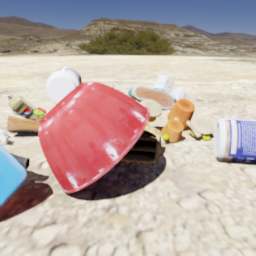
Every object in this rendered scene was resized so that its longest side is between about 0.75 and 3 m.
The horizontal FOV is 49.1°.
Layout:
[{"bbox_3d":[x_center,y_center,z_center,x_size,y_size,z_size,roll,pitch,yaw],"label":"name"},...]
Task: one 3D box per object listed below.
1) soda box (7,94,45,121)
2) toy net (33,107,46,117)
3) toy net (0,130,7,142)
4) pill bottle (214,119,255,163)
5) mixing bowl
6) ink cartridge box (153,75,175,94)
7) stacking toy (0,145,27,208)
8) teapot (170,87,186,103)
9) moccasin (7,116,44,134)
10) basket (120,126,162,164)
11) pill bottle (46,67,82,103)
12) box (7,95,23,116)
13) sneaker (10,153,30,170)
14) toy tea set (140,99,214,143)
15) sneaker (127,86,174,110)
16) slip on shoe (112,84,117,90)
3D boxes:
[{"bbox_3d":[-3.181,-0.516,8.989,0.424,1.324,0.448,-45,50,-2],"label":"soda box"},{"bbox_3d":[-2.330,-0.308,8.618,0.993,0.366,1.893,29,9,-9],"label":"toy net"},{"bbox_3d":[-3.742,0.033,8.026,1.075,0.564,0.208,27,35,29],"label":"toy net"},{"bbox_3d":[3.081,0.331,6.769,1.810,1.047,1.047,3,18,11],"label":"pill bottle"},{"bbox_3d":[-0.869,-0.054,5.562,2.388,1.294,2.388,-37,18,14],"label":"mixing bowl"},{"bbox_3d":[1.781,-2.082,13.967,0.671,0.911,0.659,27,-7,-40],"label":"ink cartridge box"},{"bbox_3d":[-2.920,0.708,5.193,1.344,1.271,2.316,-46,26,-17],"label":"stacking toy"},{"bbox_3d":[2.359,-1.455,13.048,0.895,0.654,0.883,-28,0,-21],"label":"teapot"},{"bbox_3d":[-2.827,-0.153,8.698,1.728,0.667,0.632,1,-7,-6],"label":"moccasin"},{"bbox_3d":[0.268,0.373,7.075,1.095,0.781,0.815,5,17,16],"label":"basket"},{"bbox_3d":[-3.041,-2.037,13.371,1.526,1.526,2.635,-2,19,-5],"label":"pill bottle"},{"bbox_3d":[-4.303,-0.876,10.899,0.939,0.746,0.216,12,30,44],"label":"box"},{"bbox_3d":[-2.265,0.782,5.756,0.496,0.349,0.934,15,-20,-7],"label":"sneaker"},{"bbox_3d":[1.107,-0.022,8.589,2.807,1.039,1.669,-4,47,-21],"label":"toy tea set"},{"bbox_3d":[0.947,-1.303,11.697,2.102,0.750,0.840,16,1,-29],"label":"sneaker"},{"bbox_3d":[-0.817,-1.889,14.453,0.489,0.614,1.615,5,25,-7],"label":"slip on shoe"}]
